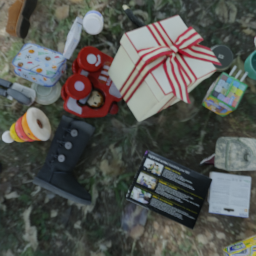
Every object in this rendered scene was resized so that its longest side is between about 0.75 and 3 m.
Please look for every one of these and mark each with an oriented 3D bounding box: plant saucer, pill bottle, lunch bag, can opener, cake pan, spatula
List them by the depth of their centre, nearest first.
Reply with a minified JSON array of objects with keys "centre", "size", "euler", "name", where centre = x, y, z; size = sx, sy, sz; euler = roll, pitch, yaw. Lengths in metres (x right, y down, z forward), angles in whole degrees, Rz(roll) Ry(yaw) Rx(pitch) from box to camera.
[{"centre":[4.205,0.972,10.008],"size":[1.757,1.473,1.224],"euler":[4,94,-36],"name":"lunch bag"},{"centre":[-4.943,-1.622,11.147],"size":[2.708,0.900,0.713],"euler":[21,80,8],"name":"can opener"},{"centre":[-1.394,-4.174,11.153],"size":[0.798,1.424,0.798],"euler":[-2,119,-3],"name":"pill bottle"},{"centre":[-3.448,-2.532,11.200],"size":[1.954,0.738,1.565],"euler":[22,58,2],"name":"lunch bag"},{"centre":[4.289,-1.940,11.372],"size":[0.714,0.083,1.027],"euler":[33,107,10],"name":"spatula"},{"centre":[-3.379,-1.578,11.377],"size":[1.251,0.314,1.251],"euler":[0,80,0],"name":"plant saucer"},{"centre":[3.804,-2.897,11.560],"size":[1.112,0.204,1.112],"euler":[0,90,2],"name":"cake pan"}]

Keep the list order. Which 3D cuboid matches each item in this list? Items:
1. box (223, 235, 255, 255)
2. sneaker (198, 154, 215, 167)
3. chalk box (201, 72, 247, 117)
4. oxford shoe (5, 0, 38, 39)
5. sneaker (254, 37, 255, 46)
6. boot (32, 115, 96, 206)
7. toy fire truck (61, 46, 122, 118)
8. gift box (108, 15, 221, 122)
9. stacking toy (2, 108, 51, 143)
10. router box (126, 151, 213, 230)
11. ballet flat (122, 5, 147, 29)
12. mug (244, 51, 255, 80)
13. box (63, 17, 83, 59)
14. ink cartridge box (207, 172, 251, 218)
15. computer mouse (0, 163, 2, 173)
[{"centre":[4.888,4.398,10.114],"size":[2.607,0.838,0.913],"euler":[-20,81,-4],"name":"box"},{"centre":[3.211,1.382,10.832],"size":[0.907,0.343,0.524],"euler":[-29,73,-4],"name":"sneaker"},{"centre":[3.671,-1.277,10.596],"size":[1.075,1.736,1.080],"euler":[31,82,5],"name":"chalk box"},{"centre":[-4.476,-5.091,11.676],"size":[0.942,0.943,2.643],"euler":[15,82,8],"name":"oxford shoe"},{"centre":[5.873,-3.335,11.493],"size":[1.467,0.647,0.597],"euler":[44,83,7],"name":"sneaker"},{"centre":[-1.953,1.194,10.669],"size":[2.373,0.945,2.880],"euler":[23,77,2],"name":"boot"},{"centre":[-1.198,-1.633,10.888],"size":[2.324,1.552,2.768],"euler":[24,78,-18],"name":"toy fire truck"},{"centre":[1.310,-1.982,9.919],"size":[2.734,2.766,2.963],"euler":[-34,83,-26],"name":"gift box"},{"centre":[-4.036,0.140,10.790],"size":[1.821,1.330,1.330],"euler":[-23,81,14],"name":"stacking toy"},{"centre":[1.529,2.295,10.533],"size":[2.683,0.685,2.001],"euler":[24,81,4],"name":"router box"},{"centre":[0.424,-4.516,11.687],"size":[1.659,0.551,0.471],"euler":[44,114,-4],"name":"ballet flat"},{"centre":[5.251,-2.378,11.228],"size":[1.131,0.851,1.377],"euler":[14,84,2],"name":"mug"},{"centre":[-2.177,-3.557,11.078],"size":[0.281,1.065,1.366],"euler":[21,48,-24],"name":"box"},{"centre":[3.834,2.536,10.686],"size":[1.509,0.333,1.537],"euler":[8,83,1],"name":"ink cartridge box"},{"centre":[-5.708,0.981,10.918],"size":[0.654,0.380,2.231],"euler":[-40,82,-5],"name":"computer mouse"}]
